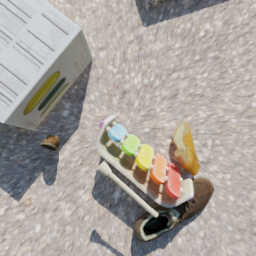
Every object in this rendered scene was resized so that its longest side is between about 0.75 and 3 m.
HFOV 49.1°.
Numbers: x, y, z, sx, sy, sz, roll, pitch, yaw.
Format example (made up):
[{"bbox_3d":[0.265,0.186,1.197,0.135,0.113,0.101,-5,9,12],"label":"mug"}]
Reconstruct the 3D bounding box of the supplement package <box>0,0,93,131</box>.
[{"bbox_3d":[-2.461,-1.562,6.688,1.919,1.933,2.547,38,86,3],"label":"supplement package"}]

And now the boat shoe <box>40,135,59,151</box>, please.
[{"bbox_3d":[-1.931,0.336,6.968,0.375,1.042,0.354,15,79,-7],"label":"boat shoe"}]

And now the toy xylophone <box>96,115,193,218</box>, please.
[{"bbox_3d":[0.313,0.891,6.398,2.729,1.998,0.686,38,106,-8],"label":"toy xylophone"}]

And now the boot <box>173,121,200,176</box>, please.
[{"bbox_3d":[1.550,0.535,7.239,0.442,0.900,1.257,-18,40,34],"label":"boot"}]

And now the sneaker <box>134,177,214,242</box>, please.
[{"bbox_3d":[1.210,2.089,6.904,2.341,0.884,0.824,-36,87,-2],"label":"sneaker"}]

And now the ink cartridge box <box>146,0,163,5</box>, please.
[{"bbox_3d":[1.563,-4.442,7.604,2.572,0.647,1.401,-16,85,-3],"label":"ink cartridge box"}]
